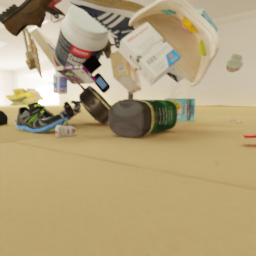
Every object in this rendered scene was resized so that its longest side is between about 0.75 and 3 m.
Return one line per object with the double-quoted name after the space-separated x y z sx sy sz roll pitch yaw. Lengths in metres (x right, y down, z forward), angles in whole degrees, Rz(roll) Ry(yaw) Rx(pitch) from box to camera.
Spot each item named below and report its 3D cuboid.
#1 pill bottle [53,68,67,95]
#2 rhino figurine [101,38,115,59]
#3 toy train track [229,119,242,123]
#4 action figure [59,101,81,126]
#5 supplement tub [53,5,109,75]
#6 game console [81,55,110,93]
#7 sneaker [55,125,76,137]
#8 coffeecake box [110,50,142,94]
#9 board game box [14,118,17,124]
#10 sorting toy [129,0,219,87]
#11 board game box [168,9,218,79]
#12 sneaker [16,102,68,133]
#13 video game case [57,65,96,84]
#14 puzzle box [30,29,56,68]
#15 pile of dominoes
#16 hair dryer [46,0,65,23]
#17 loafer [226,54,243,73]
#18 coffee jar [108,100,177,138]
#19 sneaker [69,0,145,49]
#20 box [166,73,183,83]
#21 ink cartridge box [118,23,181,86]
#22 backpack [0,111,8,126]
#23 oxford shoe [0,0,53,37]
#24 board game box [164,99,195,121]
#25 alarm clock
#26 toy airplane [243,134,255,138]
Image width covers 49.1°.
-2.518 -1.738 10.371 0.534 0.952 0.534 4 12 -1 "pill bottle"
-1.332 -4.047 13.454 0.783 1.146 2.620 12 -2 27 "rhino figurine"
5.246 -0.352 13.783 0.567 0.161 0.989 0 6 -4 "toy train track"
-2.602 -0.592 11.673 1.493 0.796 2.294 -40 12 -6 "action figure"
-1.832 -3.264 10.895 1.791 1.791 2.552 -3 -29 -28 "supplement tub"
-1.111 -1.852 9.960 0.787 1.334 0.161 -42 26 -4 "game console"
-1.917 0.085 8.673 0.401 0.370 0.910 0 6 20 "sneaker"
-0.074 -2.151 10.901 0.529 1.111 1.447 -21 -28 21 "coffeecake box"
-4.532 -0.386 13.405 1.078 0.295 1.707 1 6 6 "board game box"
1.549 -2.660 7.766 2.866 1.531 2.580 43 5 -6 "sorting toy"
2.146 -3.223 10.685 1.170 2.231 1.149 33 2 -38 "board game box"
-3.158 -0.381 9.880 2.492 1.033 0.884 4 9 37 "sneaker"
-1.372 -1.416 7.522 0.749 0.148 0.827 0 -17 20 "video game case"
-3.446 -3.406 13.160 0.364 1.903 2.860 -35 1 2 "puzzle box"
-3.734 -2.879 10.510 0.303 1.482 1.902 -25 -21 -21 "pile of dominoes"
-2.418 -3.676 8.658 1.155 1.517 0.412 14 -39 -6 "hair dryer"
3.291 -1.918 8.683 0.457 0.399 1.270 19 38 17 "loafer"
0.547 -0.372 9.294 1.387 1.135 2.659 4 8 30 "coffee jar"
-0.732 -3.532 9.270 2.656 1.441 0.931 4 47 -23 "sneaker"
1.611 -3.562 13.449 0.572 2.283 2.300 -37 47 -4 "box"
0.515 -1.829 6.935 0.911 1.248 0.526 -40 -6 -18 "ink cartridge box"
-6.023 -0.516 12.035 1.295 0.995 1.056 -13 -22 18 "backpack"
-2.120 -2.748 6.570 1.712 0.722 0.622 -34 17 3 "oxford shoe"
2.681 -0.956 14.634 1.551 1.171 0.364 2 6 23 "board game box"
-1.259 -0.861 12.683 2.669 0.889 1.800 35 14 -49 "alarm clock"
4.224 0.208 6.898 2.674 0.492 2.674 -7 3 0 "toy airplane"
